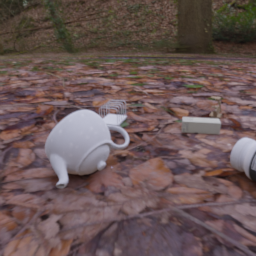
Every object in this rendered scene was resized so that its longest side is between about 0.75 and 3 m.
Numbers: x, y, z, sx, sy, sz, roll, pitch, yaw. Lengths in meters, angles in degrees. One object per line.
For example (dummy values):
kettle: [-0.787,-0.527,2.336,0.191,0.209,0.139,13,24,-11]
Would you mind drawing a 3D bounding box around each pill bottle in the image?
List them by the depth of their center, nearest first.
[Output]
pill bottle: [4.483,1.178,8.570,1.373,1.373,2.371,-13,23,-31]

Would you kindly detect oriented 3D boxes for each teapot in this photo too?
teapot: [-1.353,0.680,9.203,1.739,2.381,2.350,41,3,20]

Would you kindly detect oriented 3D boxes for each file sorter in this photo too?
file sorter: [-0.787,-0.781,14.358,1.046,0.939,1.508,6,22,15]

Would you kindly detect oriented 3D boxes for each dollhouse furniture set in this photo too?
dollhouse furniture set: [4.449,-0.964,14.505,0.553,1.250,0.648,16,50,35]

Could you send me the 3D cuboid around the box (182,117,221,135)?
box: [3.376,-0.105,13.055,1.708,0.584,0.702,4,21,10]
